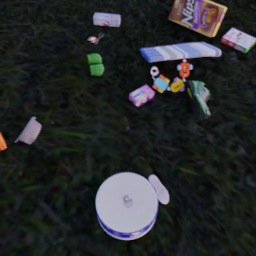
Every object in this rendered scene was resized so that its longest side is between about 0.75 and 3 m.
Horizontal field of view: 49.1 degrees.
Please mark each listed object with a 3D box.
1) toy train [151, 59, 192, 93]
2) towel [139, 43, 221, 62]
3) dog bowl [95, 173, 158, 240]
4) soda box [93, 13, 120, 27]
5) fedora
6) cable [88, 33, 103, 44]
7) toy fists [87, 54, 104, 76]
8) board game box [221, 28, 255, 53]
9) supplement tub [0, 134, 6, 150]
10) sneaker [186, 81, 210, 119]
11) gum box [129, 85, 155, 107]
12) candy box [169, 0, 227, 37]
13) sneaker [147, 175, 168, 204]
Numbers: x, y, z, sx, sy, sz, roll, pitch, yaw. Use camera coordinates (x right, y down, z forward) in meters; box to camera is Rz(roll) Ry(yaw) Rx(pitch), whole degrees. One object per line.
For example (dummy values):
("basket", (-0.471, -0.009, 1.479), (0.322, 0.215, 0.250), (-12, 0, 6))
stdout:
("toy train", (1.677, -2.006, 11.022), (1.649, 1.238, 0.459), (-8, 12, -6))
("towel", (2.072, -3.101, 11.583), (2.936, 0.349, 2.156), (-7, 26, -5))
("dog bowl", (-0.041, 2.251, 8.170), (1.797, 0.708, 1.797), (0, 55, 0))
("soda box", (-1.037, -5.242, 13.601), (1.265, 0.401, 0.432), (7, 55, 5))
("fedora", (-3.375, 0.175, 9.654), (0.494, 0.967, 1.093), (35, 84, -16))
("cable", (-1.422, -4.148, 12.944), (0.430, 0.223, 0.886), (38, 63, 23))
("toy fists", (-1.353, -2.638, 11.743), (0.564, 0.380, 1.106), (-9, 63, -11))
("board game box", (5.067, -4.013, 12.831), (1.243, 0.251, 0.951), (36, 62, 22))
("supplement tub", (-4.960, 0.654, 9.085), (1.692, 1.037, 1.037), (-25, 59, -16))
("sneaker", (2.765, -1.127, 10.532), (0.783, 0.717, 1.838), (-5, 55, -4))
("gum box", (0.512, -1.232, 10.855), (0.903, 0.299, 0.513), (-32, 61, -20))
("candy box", (3.171, -5.297, 13.009), (2.307, 1.346, 0.651), (33, 36, 22))
("sneaker", (0.927, 1.869, 8.672), (0.350, 0.491, 0.991), (-31, 92, -3))
